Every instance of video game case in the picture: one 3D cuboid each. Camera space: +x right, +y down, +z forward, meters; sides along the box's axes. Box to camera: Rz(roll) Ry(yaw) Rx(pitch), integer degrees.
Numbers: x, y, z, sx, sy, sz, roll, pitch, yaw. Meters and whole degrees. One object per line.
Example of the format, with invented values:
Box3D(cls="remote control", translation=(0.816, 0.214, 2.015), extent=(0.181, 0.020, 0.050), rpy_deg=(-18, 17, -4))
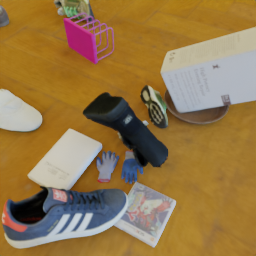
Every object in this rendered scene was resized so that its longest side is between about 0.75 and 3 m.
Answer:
Box3D(cls="video game case", translation=(0.345, 1.767, 5.871), extent=(0.985, 0.124, 1.081), rpy_deg=(22, 52, 19))

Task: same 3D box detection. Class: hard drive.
Box3D(cls="hard drive", translation=(-1.436, 0.762, 6.507), extent=(0.996, 0.198, 1.510), rpy_deg=(24, 57, 22))

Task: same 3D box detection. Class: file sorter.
Box3D(cls="file sorter", translation=(-1.296, -3.123, 9.550), extent=(0.952, 1.055, 1.517), rpy_deg=(-36, 58, -27))

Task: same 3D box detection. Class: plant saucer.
Box3D(cls="plant saucer", translation=(1.894, -0.693, 7.915), extent=(1.784, 0.326, 1.784), rpy_deg=(1, 48, -1))

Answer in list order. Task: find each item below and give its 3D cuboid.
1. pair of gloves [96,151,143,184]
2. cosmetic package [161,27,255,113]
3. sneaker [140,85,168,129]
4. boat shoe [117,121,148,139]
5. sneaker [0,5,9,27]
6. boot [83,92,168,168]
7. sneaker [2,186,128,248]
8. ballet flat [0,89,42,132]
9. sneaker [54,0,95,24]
Box3D(cls="pair of gloves", translation=(-0.207, 0.913, 6.633), extent=(1.136, 0.129, 0.913), rpy_deg=(2, 50, 4))
Box3D(cls="cosmetic package", translation=(2.483, -1.421, 7.001), extent=(2.923, 1.486, 1.082), rpy_deg=(-9, 42, 29))
Box3D(cls="sneaker", translation=(0.879, -0.607, 7.754), extent=(0.629, 0.546, 1.420), rpy_deg=(1, 54, -31))
Box3D(cls="boat shoe", translation=(0.104, -0.026, 7.189), extent=(0.818, 0.306, 0.280), rpy_deg=(-25, 79, -2))
Box3D(cls="sneaker", translation=(-5.600, -4.119, 10.659), extent=(1.959, 0.740, 0.690), rpy_deg=(-31, 55, -25))
Box3D(cls="boot", translation=(-0.094, 0.072, 6.582), extent=(0.803, 1.767, 2.102), rpy_deg=(-45, 23, -12))
Box3D(cls="sneaker", translation=(-1.146, 1.496, 5.361), extent=(2.423, 1.024, 0.908), rpy_deg=(-13, 35, -18))
Box3D(cls="ballet flat", translation=(-3.647, -0.725, 7.541), extent=(2.861, 0.993, 0.993), rpy_deg=(22, 52, 18))
Box3D(cls="sneaker", translation=(-2.184, -4.693, 11.212), extent=(1.150, 0.998, 2.595), rpy_deg=(-33, 51, -7))
